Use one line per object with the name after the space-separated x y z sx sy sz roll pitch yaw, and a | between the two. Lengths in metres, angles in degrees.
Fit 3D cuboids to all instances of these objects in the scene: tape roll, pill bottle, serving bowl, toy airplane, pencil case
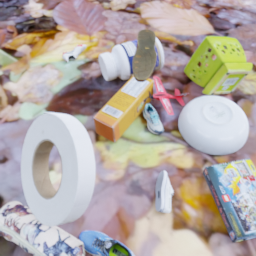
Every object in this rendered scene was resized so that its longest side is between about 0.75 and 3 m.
-1.591 0.856 6.013 0.436 2.386 2.386 3 41 -45 | tape roll
0.110 -2.936 12.173 2.560 1.532 1.532 -20 55 -13 | pill bottle
3.273 -0.311 10.574 2.648 0.871 2.648 0 52 0 | serving bowl
1.625 -1.291 11.350 1.877 0.345 1.877 10 58 -17 | toy airplane
-2.517 3.068 7.775 2.647 1.184 1.030 25 90 17 | pencil case

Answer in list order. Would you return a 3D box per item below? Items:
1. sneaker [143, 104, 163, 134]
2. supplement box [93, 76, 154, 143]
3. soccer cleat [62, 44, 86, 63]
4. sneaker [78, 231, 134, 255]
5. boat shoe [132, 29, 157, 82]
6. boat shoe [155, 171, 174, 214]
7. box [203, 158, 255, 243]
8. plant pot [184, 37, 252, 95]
0.935 -0.354 10.773 0.532 0.592 1.372 -19 55 -14 | sneaker
-0.080 -0.841 10.922 0.999 0.966 2.904 27 57 24 | supplement box
-2.519 -3.544 13.355 1.310 0.450 0.558 -32 70 -21 | soccer cleat
-0.604 3.302 7.865 1.724 0.769 0.677 18 54 14 | sneaker
0.541 -2.279 9.200 0.752 0.706 2.090 7 60 0 | boat shoe
1.213 2.070 9.053 0.496 0.504 1.421 22 47 -17 | boat shoe
3.612 2.210 8.890 1.644 0.454 2.407 -10 53 -7 | box
3.716 -2.418 11.395 1.865 1.856 1.692 -7 57 -30 | plant pot
